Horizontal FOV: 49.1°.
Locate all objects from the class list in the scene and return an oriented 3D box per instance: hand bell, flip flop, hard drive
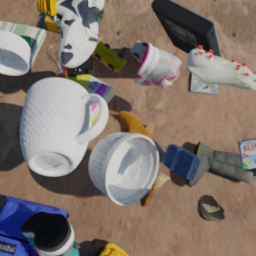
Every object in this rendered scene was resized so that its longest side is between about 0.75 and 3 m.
[{"bbox_3d":[0.870,2.144,9.635,0.663,0.663,1.273,26,83,10],"label":"hand bell"},{"bbox_3d":[1.777,1.812,6.191,0.444,1.541,0.625,-39,70,11],"label":"flip flop"},{"bbox_3d":[2.014,-2.998,9.155,2.020,2.895,0.476,37,97,22],"label":"hard drive"}]

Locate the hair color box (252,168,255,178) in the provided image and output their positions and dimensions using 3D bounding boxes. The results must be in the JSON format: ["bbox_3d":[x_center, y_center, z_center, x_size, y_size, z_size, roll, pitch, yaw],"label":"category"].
[{"bbox_3d":[5.368,1.542,9.532,1.872,1.023,0.607,15,68,5],"label":"hair color box"}]

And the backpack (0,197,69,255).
[{"bbox_3d":[-3.202,3.410,8.311,1.942,2.005,2.389,10,72,12],"label":"backpack"}]

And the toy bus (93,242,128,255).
[{"bbox_3d":[-0.820,4.574,7.549,1.783,2.523,2.628,37,71,15],"label":"toy bus"}]

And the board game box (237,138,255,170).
[{"bbox_3d":[3.541,0.624,7.393,1.141,0.197,0.772,-12,100,9],"label":"board game box"}]

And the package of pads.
[{"bbox_3d":[-1.988,-0.927,10.610,1.907,0.842,2.468,30,71,11],"label":"package of pads"}]

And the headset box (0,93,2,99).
[{"bbox_3d":[-5.446,-1.146,10.964,0.690,0.348,0.929,17,69,7],"label":"headset box"}]

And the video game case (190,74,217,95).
[{"bbox_3d":[3.102,-1.918,11.390,1.058,0.128,1.161,8,69,3],"label":"video game case"}]

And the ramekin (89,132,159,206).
[{"bbox_3d":[-0.171,1.061,7.917,1.046,1.993,1.993,16,64,46],"label":"ramekin"}]

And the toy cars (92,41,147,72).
[{"bbox_3d":[-0.011,-2.856,11.519,2.912,0.645,1.305,-2,78,-5],"label":"toy cars"}]

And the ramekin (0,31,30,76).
[{"bbox_3d":[-3.334,-2.054,7.689,1.288,1.288,0.628,3,67,1],"label":"ramekin"}]

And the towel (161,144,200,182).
[{"bbox_3d":[1.328,0.846,7.111,0.282,1.163,0.649,18,95,-29],"label":"towel"}]

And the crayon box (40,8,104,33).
[{"bbox_3d":[-2.518,-4.883,12.290,2.504,0.646,1.574,16,69,7],"label":"crayon box"}]

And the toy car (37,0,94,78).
[{"bbox_3d":[-1.973,-2.874,8.997,0.910,2.733,1.341,16,42,35],"label":"toy car"}]

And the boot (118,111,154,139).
[{"bbox_3d":[0.136,0.102,10.357,1.512,0.532,1.082,26,66,4],"label":"boot"}]

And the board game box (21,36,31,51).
[{"bbox_3d":[-4.811,-3.294,11.493,1.680,0.252,0.802,-9,68,1],"label":"board game box"}]

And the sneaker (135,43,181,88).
[{"bbox_3d":[0.805,-1.477,7.486,1.020,2.312,0.941,21,95,0],"label":"sneaker"}]

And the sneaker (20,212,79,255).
[{"bbox_3d":[-1.648,2.861,6.620,1.001,2.394,1.446,-42,107,-30],"label":"sneaker"}]

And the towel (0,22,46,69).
[{"bbox_3d":[-5.104,-3.594,11.979,2.739,0.420,2.043,12,67,7],"label":"towel"}]

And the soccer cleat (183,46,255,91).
[{"bbox_3d":[2.504,-1.431,7.452,2.128,0.825,0.737,23,43,-2],"label":"soccer cleat"}]

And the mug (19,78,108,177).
[{"bbox_3d":[-1.689,-0.047,7.569,2.577,1.902,2.259,-22,46,18],"label":"mug"}]

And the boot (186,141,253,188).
[{"bbox_3d":[3.230,1.525,9.789,2.062,0.748,1.875,23,72,2],"label":"boot"}]

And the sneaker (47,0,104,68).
[{"bbox_3d":[-1.834,-3.044,8.521,1.751,1.074,2.691,5,83,41],"label":"sneaker"}]
